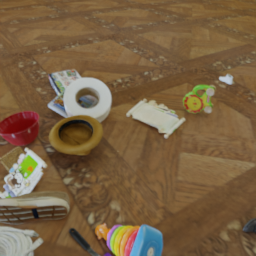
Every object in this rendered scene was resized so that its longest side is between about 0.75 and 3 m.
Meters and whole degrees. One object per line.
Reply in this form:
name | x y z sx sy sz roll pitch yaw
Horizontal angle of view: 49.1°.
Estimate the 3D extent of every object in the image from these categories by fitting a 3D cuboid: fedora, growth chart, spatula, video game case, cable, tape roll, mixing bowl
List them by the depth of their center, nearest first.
cable | -3.552 3.466 7.194 2.138 0.740 2.137 9 26 16
spatula | -1.029 3.477 7.884 2.025 0.208 0.572 28 51 35
growth chart | -3.596 1.716 9.485 1.393 0.171 1.925 22 75 27
fedora | -2.003 0.426 11.121 2.230 0.910 2.230 -4 43 4
mixing bowl | -4.404 0.135 11.617 1.708 0.925 1.708 -7 34 5
tape roll | -1.846 -1.210 12.780 2.147 0.751 2.147 2 67 -6
growth chart | 1.308 -0.567 13.198 2.705 0.240 1.957 29 45 33
video game case | -2.474 -1.368 13.652 1.678 0.211 2.343 30 53 11

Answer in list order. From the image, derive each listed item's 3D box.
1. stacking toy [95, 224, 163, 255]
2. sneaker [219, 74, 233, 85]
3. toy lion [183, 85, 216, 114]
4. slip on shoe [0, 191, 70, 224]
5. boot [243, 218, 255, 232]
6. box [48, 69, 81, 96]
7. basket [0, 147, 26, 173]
stacking toy | -0.177 3.136 7.778 2.054 1.127 1.192 3 63 41
sneaker | 5.614 -2.876 16.026 0.318 0.499 0.864 -27 43 -28
toy lion | 3.296 -1.330 13.163 1.407 1.468 0.504 12 37 21
slip on shoe | -3.082 2.380 8.746 2.478 0.942 0.751 -4 34 -5
boot | 4.101 3.130 8.195 1.160 0.402 1.010 -9 38 -16
box | -3.188 -2.281 15.224 1.590 0.502 2.890 -16 40 -20
basket | -4.231 1.146 10.381 0.849 0.633 0.606 -39 13 -19
